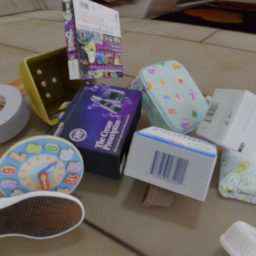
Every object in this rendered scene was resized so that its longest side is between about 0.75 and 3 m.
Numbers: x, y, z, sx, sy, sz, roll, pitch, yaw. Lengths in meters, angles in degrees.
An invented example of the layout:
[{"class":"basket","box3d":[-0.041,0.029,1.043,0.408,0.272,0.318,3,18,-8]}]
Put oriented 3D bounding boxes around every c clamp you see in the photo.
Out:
[{"class":"c clamp","box3d":[-2.764,0.087,10.623,0.909,0.144,1.064,12,35,18]}]

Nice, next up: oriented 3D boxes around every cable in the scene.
[{"class":"cable","box3d":[-2.630,-0.732,10.734,1.215,0.306,0.590,-16,17,25]}]

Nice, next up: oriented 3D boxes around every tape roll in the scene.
[{"class":"tape roll","box3d":[-4.960,-0.521,10.334,2.415,0.798,2.415,-4,49,4]}]

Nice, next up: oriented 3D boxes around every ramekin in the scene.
[{"class":"ramekin","box3d":[2.599,2.494,5.863,1.237,0.576,1.237,29,7,-4]}]

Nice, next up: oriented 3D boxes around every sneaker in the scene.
[{"class":"sneaker","box3d":[-2.492,1.967,6.643,2.865,1.043,1.213,-3,2,-8]}]

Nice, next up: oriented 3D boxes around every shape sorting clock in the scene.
[{"class":"shape sorting clock","box3d":[-2.158,1.146,7.027,2.104,2.104,0.413,-14,33,-20]}]

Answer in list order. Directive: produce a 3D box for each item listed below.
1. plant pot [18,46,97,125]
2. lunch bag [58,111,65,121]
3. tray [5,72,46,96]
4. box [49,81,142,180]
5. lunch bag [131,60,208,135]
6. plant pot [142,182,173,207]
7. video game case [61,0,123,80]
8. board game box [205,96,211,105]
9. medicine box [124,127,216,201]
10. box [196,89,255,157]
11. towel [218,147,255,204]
[{"class":"plant pot","box3d":[-3.014,-1.811,11.407,2.539,2.538,2.239,-31,23,-34]},{"class":"lunch bag","box3d":[-1.234,0.018,10.067,2.424,0.916,1.942,-10,37,-14]},{"class":"tray","box3d":[-4.994,-2.200,13.876,1.075,0.403,2.179,17,38,23]},{"class":"box","box3d":[-0.877,-0.067,8.690,2.085,1.165,2.954,10,44,10]},{"class":"lunch bag","box3d":[1.489,-1.073,10.354,2.282,1.097,2.845,-24,77,-29]},{"class":"plant pot","box3d":[0.822,1.806,7.581,0.697,0.799,0.799,20,34,-3]},{"class":"video game case","box3d":[-1.118,-3.002,9.830,0.503,2.548,2.811,0,10,28]},{"class":"board game box","box3d":[3.079,-0.653,9.682,0.175,1.014,0.640,-49,48,-6]},{"class":"medicine box","box3d":[1.256,0.832,7.703,2.049,1.158,2.250,16,10,14]},{"class":"box","box3d":[3.055,-0.211,8.233,1.049,1.597,1.606,22,3,-16]},{"class":"towel","box3d":[4.186,1.313,8.293,2.777,0.669,2.377,10,34,15]}]
